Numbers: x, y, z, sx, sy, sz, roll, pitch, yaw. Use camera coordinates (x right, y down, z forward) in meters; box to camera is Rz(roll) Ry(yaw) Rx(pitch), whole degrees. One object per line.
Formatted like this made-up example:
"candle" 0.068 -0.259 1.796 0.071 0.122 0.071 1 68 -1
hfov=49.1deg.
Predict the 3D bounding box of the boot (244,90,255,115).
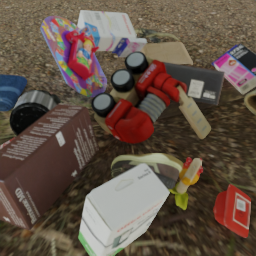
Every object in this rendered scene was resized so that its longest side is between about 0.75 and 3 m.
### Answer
"boot" 4.532 -0.547 7.032 2.712 0.977 2.097 24 30 33

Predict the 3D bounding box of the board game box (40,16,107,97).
"board game box" -1.371 -2.263 8.398 0.529 2.717 2.147 -26 0 29

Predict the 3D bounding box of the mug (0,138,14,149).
"mug" -2.847 0.702 6.325 0.907 0.605 0.805 -30 4 -23

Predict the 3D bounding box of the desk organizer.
"desk organizer" 1.401 -1.430 8.456 2.640 0.947 1.016 11 12 8

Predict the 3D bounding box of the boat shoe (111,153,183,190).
"boat shoe" 0.201 0.905 5.358 1.909 0.682 0.627 -17 42 51

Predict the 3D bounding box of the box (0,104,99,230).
"box" -1.671 0.626 5.688 0.923 1.233 2.462 8 37 29

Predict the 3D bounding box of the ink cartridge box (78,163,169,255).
"ink cartridge box" -0.123 1.392 4.424 1.105 1.514 0.636 -25 60 -31

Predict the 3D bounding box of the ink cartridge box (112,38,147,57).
"ink cartridge box" 0.027 -2.489 8.730 0.843 0.827 0.182 -9 75 -29

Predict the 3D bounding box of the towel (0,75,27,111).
"towel" -3.818 -1.124 8.703 0.937 0.407 1.678 1 38 0

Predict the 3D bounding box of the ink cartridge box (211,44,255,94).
"ink cartridge box" 3.758 -2.162 9.567 1.135 0.444 2.397 -37 34 14

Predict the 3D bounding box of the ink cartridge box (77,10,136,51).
"ink cartridge box" -0.855 -3.840 11.157 1.982 0.839 1.432 -7 63 -23

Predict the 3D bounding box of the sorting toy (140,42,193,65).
"sorting toy" 1.419 -2.845 10.934 1.901 0.347 1.760 -1 41 -5

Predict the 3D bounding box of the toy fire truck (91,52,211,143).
"toy fire truck" 0.694 -0.406 6.931 2.406 1.548 2.118 29 75 28

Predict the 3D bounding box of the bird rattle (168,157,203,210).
"bird rattle" 1.234 0.997 5.622 0.671 0.971 1.192 41 61 16

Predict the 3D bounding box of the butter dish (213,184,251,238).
"butter dish" 1.843 1.521 5.163 0.572 0.773 0.771 -16 47 50

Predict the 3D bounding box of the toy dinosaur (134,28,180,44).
"toy dinosaur" 1.060 -4.078 12.413 2.423 0.575 1.068 13 33 11

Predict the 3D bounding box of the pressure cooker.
"pressure cooker" -2.312 -0.375 7.097 1.096 1.114 1.247 9 27 -14
